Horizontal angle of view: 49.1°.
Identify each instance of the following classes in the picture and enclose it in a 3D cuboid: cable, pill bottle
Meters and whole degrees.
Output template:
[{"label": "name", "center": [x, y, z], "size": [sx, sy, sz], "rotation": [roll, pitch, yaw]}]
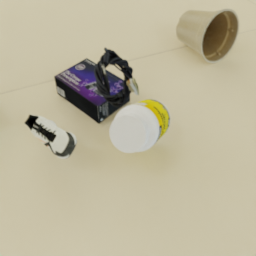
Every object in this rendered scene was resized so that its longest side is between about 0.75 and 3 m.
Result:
[{"label": "cable", "center": [-0.335, -1.463, 8.841], "size": [0.507, 1.995, 1.628], "rotation": [-5, 67, 27]}, {"label": "pill bottle", "center": [0.365, -0.069, 7.996], "size": [1.308, 1.308, 2.326], "rotation": [18, 17, 16]}]

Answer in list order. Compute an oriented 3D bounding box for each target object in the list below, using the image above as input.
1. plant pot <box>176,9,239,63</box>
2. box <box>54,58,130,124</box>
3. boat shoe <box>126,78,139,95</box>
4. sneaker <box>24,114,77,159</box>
[{"label": "plant pot", "center": [3.261, -4.178, 12.156], "size": [2.192, 2.192, 2.007], "rotation": [-26, 41, -21]}, {"label": "box", "center": [-1.303, -1.426, 10.268], "size": [2.326, 0.917, 1.642], "rotation": [34, 53, 26]}, {"label": "boat shoe", "center": [0.167, -1.355, 9.334], "size": [0.289, 0.844, 0.316], "rotation": [-12, 59, 11]}, {"label": "sneaker", "center": [-2.276, 0.220, 8.007], "size": [2.138, 0.855, 0.788], "rotation": [25, 83, 42]}]
